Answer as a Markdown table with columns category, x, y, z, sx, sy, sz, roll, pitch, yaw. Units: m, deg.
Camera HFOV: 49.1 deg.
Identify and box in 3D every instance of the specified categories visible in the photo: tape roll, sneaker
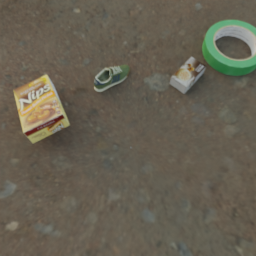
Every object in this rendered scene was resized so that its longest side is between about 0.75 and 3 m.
| category | x | y | z | sx | sy | sz | roll | pitch | yaw |
| --- | --- | --- | --- | --- | --- | --- | --- | --- | --- |
| tape roll | 4.758 | -3.644 | 12.642 | 2.702 | 0.649 | 2.702 | 0 | 66 | 0 |
| sneaker | -0.672 | -2.259 | 11.904 | 1.851 | 0.831 | 0.621 | -35 | 70 | -15 |

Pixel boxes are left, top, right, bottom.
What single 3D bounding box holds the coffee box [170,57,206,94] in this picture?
| category | x | y | z | sx | sy | sz | roll | pitch | yaw |
| --- | --- | --- | --- | --- | --- | --- | --- | --- | --- |
| coffee box | 2.573 | -2.262 | 12.048 | 0.819 | 0.571 | 1.432 | 40 | 71 | 16 |

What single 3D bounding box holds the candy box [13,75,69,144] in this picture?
| category | x | y | z | sx | sy | sz | roll | pitch | yaw |
| --- | --- | --- | --- | --- | --- | --- | --- | --- | --- |
| candy box | -3.399 | -0.807 | 10.818 | 1.527 | 0.731 | 2.645 | -27 | 50 | -6 |
